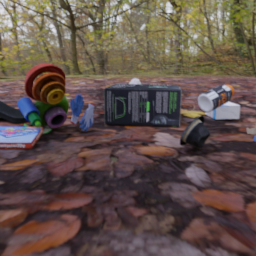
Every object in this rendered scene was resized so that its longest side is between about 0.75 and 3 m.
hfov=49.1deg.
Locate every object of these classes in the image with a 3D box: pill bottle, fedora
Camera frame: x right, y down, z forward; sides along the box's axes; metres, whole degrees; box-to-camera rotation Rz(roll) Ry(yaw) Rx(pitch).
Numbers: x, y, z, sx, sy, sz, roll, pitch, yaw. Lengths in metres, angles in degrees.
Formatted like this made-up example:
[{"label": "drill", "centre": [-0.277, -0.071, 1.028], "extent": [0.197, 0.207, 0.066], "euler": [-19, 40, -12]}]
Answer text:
[{"label": "pill bottle", "centre": [2.902, -1.006, 9.107], "extent": [1.200, 0.637, 0.637], "euler": [-27, 25, -26]}, {"label": "fedora", "centre": [1.746, 0.179, 7.022], "extent": [0.464, 1.016, 1.016], "euler": [38, 31, 25]}]

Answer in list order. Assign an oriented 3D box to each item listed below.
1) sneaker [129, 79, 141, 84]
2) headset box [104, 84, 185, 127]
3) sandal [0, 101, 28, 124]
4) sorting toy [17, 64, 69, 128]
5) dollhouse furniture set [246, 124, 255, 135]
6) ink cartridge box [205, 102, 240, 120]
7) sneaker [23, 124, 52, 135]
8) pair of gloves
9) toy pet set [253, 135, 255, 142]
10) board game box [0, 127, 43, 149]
[{"label": "sneaker", "centre": [0.187, -1.865, 14.737], "extent": [1.034, 1.376, 2.763], "euler": [3, 15, 5]}, {"label": "headset box", "centre": [0.726, -0.978, 10.948], "extent": [2.922, 1.356, 2.544], "euler": [1, 13, 5]}, {"label": "sandal", "centre": [-5.088, -0.553, 11.067], "extent": [2.742, 0.656, 1.031], "euler": [22, 21, 27]}, {"label": "sorting toy", "centre": [-2.380, -0.644, 8.411], "extent": [1.551, 2.581, 1.060], "euler": [-28, 59, -21]}, {"label": "dollhouse furniture set", "centre": [3.969, 0.279, 8.093], "extent": [1.358, 0.777, 1.592], "euler": [-5, -10, -22]}, {"label": "ink cartridge box", "centre": [3.844, -0.751, 11.622], "extent": [0.957, 0.564, 1.662], "euler": [-2, 11, 0]}, {"label": "sneaker", "centre": [-2.853, 0.012, 8.858], "extent": [0.937, 0.399, 0.366], "euler": [-9, 16, -41]}, {"label": "pair of gloves", "centre": [-1.474, -0.474, 8.910], "extent": [0.141, 0.995, 1.238], "euler": [5, -16, 30]}, {"label": "toy pet set", "centre": [3.514, 0.323, 4.615], "extent": [2.109, 1.120, 1.970], "euler": [8, 29, 6]}, {"label": "board game box", "centre": [-3.679, 0.264, 7.849], "extent": [2.273, 0.221, 1.170], "euler": [0, 22, -1]}]
